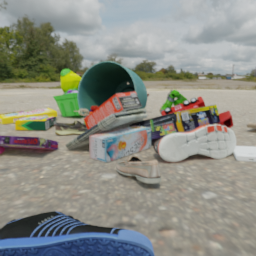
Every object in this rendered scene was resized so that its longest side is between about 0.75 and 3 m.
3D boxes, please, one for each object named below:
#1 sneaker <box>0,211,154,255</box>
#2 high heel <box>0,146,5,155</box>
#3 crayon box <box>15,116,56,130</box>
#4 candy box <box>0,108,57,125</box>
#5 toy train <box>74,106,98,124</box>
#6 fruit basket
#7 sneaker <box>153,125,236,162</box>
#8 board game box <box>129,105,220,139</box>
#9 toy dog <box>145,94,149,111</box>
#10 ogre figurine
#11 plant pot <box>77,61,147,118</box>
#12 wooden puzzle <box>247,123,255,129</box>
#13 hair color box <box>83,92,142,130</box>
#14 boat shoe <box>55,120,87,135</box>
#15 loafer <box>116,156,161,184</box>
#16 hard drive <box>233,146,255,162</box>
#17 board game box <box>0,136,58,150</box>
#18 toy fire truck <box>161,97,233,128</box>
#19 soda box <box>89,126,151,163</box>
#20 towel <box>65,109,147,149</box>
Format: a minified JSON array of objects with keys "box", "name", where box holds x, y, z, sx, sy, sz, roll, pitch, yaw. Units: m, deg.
[{"box":[-0.673,1.333,3.337,1.961,0.688,0.764,-1,18,3],"name":"sneaker"},{"box":[-4.221,0.424,7.486,0.632,0.900,1.876,9,11,41],"name":"high heel"},{"box":[-4.012,-0.218,12.272,1.300,0.439,1.506,-1,10,3],"name":"crayon box"},{"box":[-5.162,-0.633,14.276,2.734,0.361,1.397,-11,20,-33],"name":"candy box"},{"box":[-1.525,-0.384,11.433,1.933,0.818,1.119,6,20,11],"name":"toy train"},{"box":[-2.827,-2.060,15.774,2.076,2.878,2.878,-3,8,31],"name":"fruit basket"},{"box":[1.854,0.378,7.948,2.486,0.958,1.018,-2,3,-18],"name":"sneaker"},{"box":[1.651,-0.149,9.724,2.098,0.720,2.538,-16,-3,43],"name":"board game box"},{"box":[0.218,-1.527,16.176,1.370,1.876,2.844,-37,37,-23],"name":"toy dog"},{"box":[2.212,-0.991,13.354,1.087,1.328,2.215,39,9,8],"name":"ogre figurine"},{"box":[-0.452,-1.394,12.621,2.860,2.860,2.295,5,5,26],"name":"plant pot"},{"box":[6.124,0.028,11.351,2.053,0.382,1.899,-4,10,-44],"name":"wooden puzzle"},{"box":[-0.540,-0.489,9.251,1.869,0.572,0.949,-31,-11,41],"name":"hair color box"},{"box":[-2.029,-0.027,10.997,1.648,0.534,0.603,-5,12,-26],"name":"boat shoe"},{"box":[0.223,0.838,6.210,0.555,0.486,1.545,-2,5,-30],"name":"loafer"},{"box":[3.406,0.733,7.997,0.753,0.152,1.141,2,11,13],"name":"hard drive"},{"box":[-3.312,0.423,8.309,2.107,0.340,1.264,2,-4,11],"name":"board game box"},{"box":[2.718,-0.369,11.395,2.550,0.622,1.798,-21,44,10],"name":"toy fire truck"},{"box":[-0.169,0.423,8.268,0.708,0.658,2.070,9,15,39],"name":"soda box"},{"box":[-0.582,0.050,8.898,2.139,0.384,2.221,-31,-7,30],"name":"towel"}]
